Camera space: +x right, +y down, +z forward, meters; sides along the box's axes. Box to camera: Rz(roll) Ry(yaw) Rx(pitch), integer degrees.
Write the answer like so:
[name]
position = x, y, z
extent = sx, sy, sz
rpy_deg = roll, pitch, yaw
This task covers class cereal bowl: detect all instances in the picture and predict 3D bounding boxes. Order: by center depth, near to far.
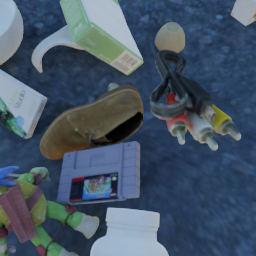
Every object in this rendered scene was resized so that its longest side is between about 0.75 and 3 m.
[cereal bowl]
position = -4.029, -2.414, 7.589
extent = 2.650, 1.104, 2.650
rpy_deg = -5, 59, 8

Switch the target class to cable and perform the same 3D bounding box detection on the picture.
[cable]
position = 0.786, -0.632, 4.928
extent = 1.312, 0.680, 2.702
rpy_deg = -1, 34, -14

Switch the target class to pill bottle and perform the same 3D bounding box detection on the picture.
[pill bottle]
position = -0.030, 2.693, 4.620
extent = 1.339, 1.339, 2.569
rpy_deg = 6, 72, 3

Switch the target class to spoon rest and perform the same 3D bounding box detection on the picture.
[spoon rest]
position = -1.702, -2.433, 7.945
extent = 2.259, 0.685, 1.122
rpy_deg = -37, 68, -17

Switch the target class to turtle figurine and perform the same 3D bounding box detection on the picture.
[turtle figurine]
position = -1.919, 1.740, 5.583
extent = 2.304, 2.376, 1.710
rpy_deg = 37, 31, -7

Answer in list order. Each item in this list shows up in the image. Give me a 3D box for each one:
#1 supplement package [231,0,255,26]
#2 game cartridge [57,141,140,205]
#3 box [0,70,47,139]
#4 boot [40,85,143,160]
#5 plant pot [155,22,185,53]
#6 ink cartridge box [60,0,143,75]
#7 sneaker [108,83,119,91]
[supplement package]
position = 3.822, -3.808, 8.562
extent = 0.905, 0.866, 0.666
rpy_deg = -33, 67, -16
[game cartridge]
position = -0.590, 0.905, 5.481
extent = 1.704, 0.327, 1.104
rpy_deg = -11, 54, 22
[box]
position = -2.820, -0.595, 6.753
extent = 1.543, 0.280, 1.114
rpy_deg = 31, 106, 10
[boot]
position = -0.839, 0.083, 6.006
extent = 2.603, 0.958, 0.982
rpy_deg = -30, 41, 12
[plant pot]
position = 1.250, -2.684, 8.123
extent = 0.890, 0.597, 0.890
rpy_deg = 0, 63, 0
[ink cartridge box]
position = -0.814, -3.036, 7.470
extent = 0.700, 2.125, 2.920
rpy_deg = -34, 61, 25
[sneaker]
position = -0.279, -0.766, 7.089
extent = 0.381, 0.439, 0.990
rpy_deg = -31, 69, 14
